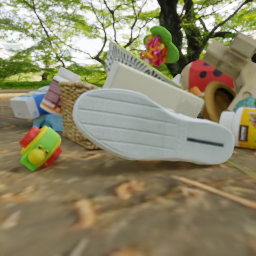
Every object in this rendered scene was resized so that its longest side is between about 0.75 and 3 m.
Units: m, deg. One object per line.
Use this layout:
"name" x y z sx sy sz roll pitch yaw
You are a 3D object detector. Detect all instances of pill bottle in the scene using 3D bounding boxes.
"pill bottle" -1.702 -0.914 7.129 0.650 1.138 0.650 27 5 -3
"pill bottle" 2.591 0.022 5.491 1.465 0.800 0.800 7 12 30

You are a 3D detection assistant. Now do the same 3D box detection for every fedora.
"fedora" 2.342 -0.451 7.203 1.473 1.473 0.601 -6 -16 -32

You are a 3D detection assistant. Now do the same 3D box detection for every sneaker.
"sneaker" 2.107 -0.904 10.463 1.574 1.004 2.724 -38 39 -5
"sneaker" 0.362 0.095 4.383 2.604 0.951 0.922 17 -7 -21

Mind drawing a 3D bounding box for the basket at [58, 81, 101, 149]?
"basket" -0.658 -0.390 6.187 1.274 1.330 1.786 -7 11 -29

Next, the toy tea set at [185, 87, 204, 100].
"toy tea set" 1.534 -0.610 8.559 1.750 0.647 1.040 -31 -9 14

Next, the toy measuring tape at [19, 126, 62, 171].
"toy measuring tape" -1.449 0.230 4.751 0.655 0.655 1.781 -2 10 -14

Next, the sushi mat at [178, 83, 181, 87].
"sushi mat" 1.147 -1.067 8.312 0.941 0.057 0.450 -26 13 20

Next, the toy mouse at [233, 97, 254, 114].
"toy mouse" 2.746 -0.189 6.138 1.307 1.471 0.285 -12 40 31

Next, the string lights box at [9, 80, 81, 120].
"string lights box" -2.305 -0.870 8.175 0.974 0.559 1.896 8 29 42

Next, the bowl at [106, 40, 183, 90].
"bowl" 0.241 -1.379 8.251 2.539 1.192 2.539 31 13 -8

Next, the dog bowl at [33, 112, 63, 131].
"dog bowl" -2.024 -0.215 8.026 1.626 0.403 0.906 7 12 33

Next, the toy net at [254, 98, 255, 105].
"toy net" 4.630 -1.156 10.300 1.404 0.517 2.676 -1 -18 -29

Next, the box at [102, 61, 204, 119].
"box" 0.569 -0.725 6.725 2.286 0.939 0.782 21 15 -19

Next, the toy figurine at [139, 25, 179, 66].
"toy figurine" 0.856 -2.630 11.490 1.740 2.133 2.317 28 -13 14

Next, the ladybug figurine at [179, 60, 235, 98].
"ladybug figurine" 2.913 -1.758 9.410 2.569 0.924 1.744 2 44 29

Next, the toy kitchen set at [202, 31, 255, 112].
"toy kitchen set" 2.351 -1.232 6.595 1.579 1.424 1.288 35 -11 11
